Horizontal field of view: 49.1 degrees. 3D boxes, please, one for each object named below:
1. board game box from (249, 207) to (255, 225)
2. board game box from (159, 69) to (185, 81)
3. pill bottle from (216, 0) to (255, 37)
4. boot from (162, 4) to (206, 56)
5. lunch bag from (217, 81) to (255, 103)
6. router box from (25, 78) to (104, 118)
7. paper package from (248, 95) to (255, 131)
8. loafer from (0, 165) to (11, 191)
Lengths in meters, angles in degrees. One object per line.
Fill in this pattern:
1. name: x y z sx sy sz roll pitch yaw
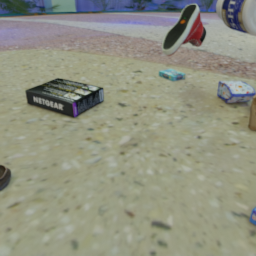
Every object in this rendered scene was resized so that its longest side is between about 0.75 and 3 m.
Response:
1. board game box: 3.462 1.748 5.713 1.600 0.360 1.217 -22 35 -35
2. board game box: 2.204 -2.669 14.108 0.827 0.257 1.096 -18 33 -29
3. pill bottle: 4.146 -4.140 9.716 1.579 1.579 2.638 -4 26 -7
4. boot: 1.469 -2.164 7.008 0.530 1.056 1.465 22 73 41
5. lunch bag: 4.324 -1.420 11.250 1.059 0.772 1.246 -4 20 -7
6. router box: -2.495 -1.277 11.090 2.480 0.633 1.849 16 32 28
7. paper package: 5.574 -0.649 9.216 2.516 1.302 2.398 16 32 29
8. loafer: -3.507 1.279 6.291 0.664 0.645 1.817 20 34 33
